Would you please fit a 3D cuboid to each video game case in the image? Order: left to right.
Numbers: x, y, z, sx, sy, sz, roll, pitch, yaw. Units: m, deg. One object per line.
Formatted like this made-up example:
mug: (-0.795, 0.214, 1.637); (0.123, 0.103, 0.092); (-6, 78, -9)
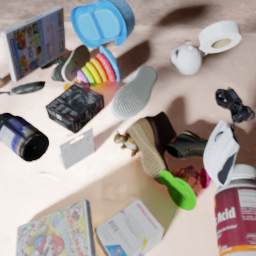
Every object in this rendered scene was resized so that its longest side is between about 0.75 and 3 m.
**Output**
video game case: (-3.485, -3.265, 10.826); (0.257, 2.044, 2.854); (29, 50, 17)
video game case: (-1.898, 3.393, 7.121); (2.342, 0.295, 2.573); (-25, 49, 11)

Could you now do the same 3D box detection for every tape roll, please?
tape roll: (3.022, -2.973, 9.243); (1.297, 1.297, 0.454); (-6, 79, -5)

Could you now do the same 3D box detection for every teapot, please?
teapot: (2.270, -2.702, 10.560); (1.282, 0.949, 1.299); (22, 53, 7)

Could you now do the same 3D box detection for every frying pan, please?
frying pan: (-2.194, -0.740, 5.532); (1.169, 0.707, 0.190); (-17, 94, -19)

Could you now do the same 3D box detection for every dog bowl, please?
dog bowl: (-0.927, -3.838, 10.202); (2.936, 1.636, 0.728); (11, 45, 46)

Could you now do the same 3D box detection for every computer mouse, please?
computer mouse: (2.268, 0.386, 6.853); (0.588, 2.682, 1.471); (-3, 33, -5)

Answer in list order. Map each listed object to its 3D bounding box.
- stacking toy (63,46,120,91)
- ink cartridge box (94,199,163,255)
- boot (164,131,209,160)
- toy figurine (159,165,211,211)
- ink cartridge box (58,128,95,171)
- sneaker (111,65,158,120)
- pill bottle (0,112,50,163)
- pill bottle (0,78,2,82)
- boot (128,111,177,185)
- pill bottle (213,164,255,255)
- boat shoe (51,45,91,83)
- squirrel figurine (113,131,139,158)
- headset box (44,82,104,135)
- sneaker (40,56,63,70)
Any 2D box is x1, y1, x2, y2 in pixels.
stacking toy: (-1.656, -2.185, 12.025); (2.505, 1.375, 1.454); (-33, 74, -10)
ink cartridge box: (0.027, 2.938, 7.587); (1.504, 1.088, 1.107); (-28, 55, -22)
boot: (2.320, 0.871, 9.363); (1.977, 0.766, 1.367); (21, 31, 32)
toy figurine: (1.946, 1.643, 8.844); (1.352, 1.103, 1.469); (-26, 59, -35)
ink cartridge box: (-1.719, 0.621, 9.280); (1.249, 1.536, 0.438); (-31, 56, -24)
sneaker: (0.143, -0.914, 8.743); (0.954, 1.058, 2.581); (37, 47, 0)
pill bottle: (-2.651, 0.177, 6.827); (1.424, 0.797, 0.797); (31, 56, 30)
pill bottle: (-5.911, -1.925, 12.164); (0.476, 0.476, 0.822); (16, 51, 14)
boot: (1.197, 0.589, 9.704); (1.964, 0.854, 2.362); (-22, 81, -44)
pill bottle: (3.171, 2.464, 7.703); (1.539, 1.539, 2.696); (5, 49, 4)
boat shoe: (-2.565, -2.987, 12.800); (0.927, 0.985, 2.742); (-7, 37, 30)
squirrel figurine: (-0.006, 0.416, 10.103); (0.970, 0.735, 1.039); (15, 37, 30)
headset box: (-2.003, -0.883, 11.076); (1.484, 0.770, 1.994); (28, 54, 22)
sneaker: (-3.585, -3.154, 13.193); (0.764, 0.510, 1.334); (14, 45, 20)
